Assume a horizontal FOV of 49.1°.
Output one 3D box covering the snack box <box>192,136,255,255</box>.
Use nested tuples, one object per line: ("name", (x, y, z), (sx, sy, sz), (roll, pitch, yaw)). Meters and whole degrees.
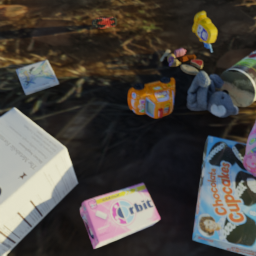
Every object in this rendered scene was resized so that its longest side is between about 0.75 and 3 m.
("snack box", (2.353, 1.430, 6.292), (1.453, 0.464, 2.500), (12, 55, 9))

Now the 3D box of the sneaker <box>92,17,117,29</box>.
("sneaker", (-0.914, -3.757, 10.063), (1.008, 0.356, 0.493), (-21, 23, -34))

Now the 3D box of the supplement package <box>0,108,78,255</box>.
("supplement package", (-2.733, 1.363, 5.604), (1.697, 1.634, 2.983), (33, 61, 22))

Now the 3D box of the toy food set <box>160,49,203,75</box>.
("toy food set", (1.818, -2.225, 9.124), (1.438, 0.226, 0.914), (23, 57, 16))

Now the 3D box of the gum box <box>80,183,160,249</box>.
("gum box", (-0.201, 1.773, 5.713), (1.463, 0.484, 0.830), (-11, 60, -28))

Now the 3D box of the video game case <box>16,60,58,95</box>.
("video game case", (-2.840, -1.591, 8.721), (1.035, 0.125, 1.135), (-22, 57, -16))

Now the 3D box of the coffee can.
("coffee can", (3.577, -1.475, 7.983), (1.592, 1.165, 1.165), (-34, 61, -22))

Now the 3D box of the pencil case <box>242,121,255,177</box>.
("pencil case", (3.382, 0.048, 6.402), (1.021, 1.021, 2.336), (24, 58, 17))

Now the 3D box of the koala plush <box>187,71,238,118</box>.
("koala plush", (2.282, -0.706, 7.447), (1.091, 1.131, 1.230), (-5, 39, -48))

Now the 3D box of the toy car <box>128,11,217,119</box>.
("toy car", (1.009, -1.334, 6.995), (1.447, 2.951, 0.982), (-4, 49, -25))
